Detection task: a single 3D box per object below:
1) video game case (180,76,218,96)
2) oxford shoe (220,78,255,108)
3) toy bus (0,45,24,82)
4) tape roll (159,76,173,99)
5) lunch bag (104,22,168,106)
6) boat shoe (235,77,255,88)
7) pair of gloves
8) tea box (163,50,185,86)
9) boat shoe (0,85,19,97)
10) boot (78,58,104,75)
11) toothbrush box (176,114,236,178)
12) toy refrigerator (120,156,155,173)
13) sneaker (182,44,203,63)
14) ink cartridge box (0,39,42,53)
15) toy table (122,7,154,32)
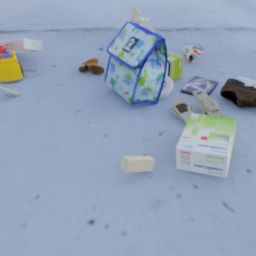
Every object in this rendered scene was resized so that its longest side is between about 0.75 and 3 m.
[{"bbox_3d":[3.380,-1.929,13.181,1.229,0.163,1.720,21,42,26],"label":"video game case"},{"bbox_3d":[5.047,-1.131,11.632,2.592,0.942,1.094,26,59,34],"label":"oxford shoe"},{"bbox_3d":[-5.957,-3.292,13.779,1.177,1.665,1.734,-15,38,-18],"label":"toy bus"},{"bbox_3d":[1.479,-1.822,12.495,1.109,0.203,1.109,-15,56,24],"label":"tape roll"},{"bbox_3d":[0.342,-2.717,11.749,1.843,2.892,2.459,-6,34,-36],"label":"lunch bag"},{"bbox_3d":[5.707,-1.655,12.432,2.218,0.816,0.741,16,52,36],"label":"boat shoe"},{"bbox_3d":[2.719,-0.749,11.268,1.850,0.324,1.573,-23,56,-20],"label":"pair of gloves"},{"bbox_3d":[1.534,-3.019,13.785,1.728,1.174,1.757,-29,45,-35],"label":"tea box"},{"bbox_3d":[-5.365,-1.590,12.389,1.015,0.362,0.354,21,15,-39],"label":"boat shoe"},{"bbox_3d":[-1.759,-3.249,14.692,1.460,0.560,1.133,2,37,22],"label":"boot"},{"bbox_3d":[2.571,0.488,9.113,1.541,0.911,2.117,8,37,24],"label":"toothbrush box"},{"bbox_3d":[0.285,1.091,8.515,1.045,0.397,0.366,3,15,-37],"label":"toy refrigerator"},{"bbox_3d":[3.449,-4.119,15.683,0.668,0.887,1.897,24,3,-20],"label":"sneaker"},{"bbox_3d":[-6.362,-4.441,15.052,2.663,0.580,2.311,8,10,36],"label":"ink cartridge box"},{"bbox_3d":[0.589,-6.472,17.877,1.280,2.009,2.186,-37,19,24],"label":"toy table"}]
